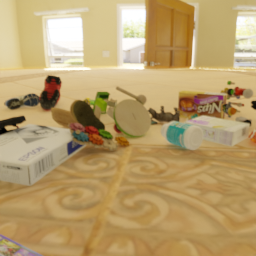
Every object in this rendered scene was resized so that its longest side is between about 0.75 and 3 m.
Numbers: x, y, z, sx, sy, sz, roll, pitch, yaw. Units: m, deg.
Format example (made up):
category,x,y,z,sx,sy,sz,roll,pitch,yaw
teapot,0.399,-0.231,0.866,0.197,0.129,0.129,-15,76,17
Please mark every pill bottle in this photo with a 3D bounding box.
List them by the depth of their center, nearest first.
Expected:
category,x,y,z,sx,sy,sz,roll,pitch,yaw
pill bottle,1.513,0.186,8.159,0.680,0.680,1.228,-11,17,-35

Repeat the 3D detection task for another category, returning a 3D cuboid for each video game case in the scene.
category,x,y,z,sx,sy,sz,roll,pitch,yaw
video game case,-1.926,1.753,3.221,1.456,0.331,1.320,9,18,30

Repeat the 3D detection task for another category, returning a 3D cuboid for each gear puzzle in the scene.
category,x,y,z,sx,sy,sz,roll,pitch,yaw
gear puzzle,-0.722,0.247,7.869,1.859,0.243,0.963,14,24,-29

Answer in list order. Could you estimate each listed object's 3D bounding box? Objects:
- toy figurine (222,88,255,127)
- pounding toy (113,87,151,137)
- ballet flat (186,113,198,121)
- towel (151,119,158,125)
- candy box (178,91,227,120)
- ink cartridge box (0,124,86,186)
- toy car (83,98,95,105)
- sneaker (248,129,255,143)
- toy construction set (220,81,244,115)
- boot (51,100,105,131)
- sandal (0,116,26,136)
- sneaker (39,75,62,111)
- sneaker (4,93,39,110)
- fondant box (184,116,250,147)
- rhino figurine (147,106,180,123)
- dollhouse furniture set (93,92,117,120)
category,x,y,z,sx,sy,sz,roll,pitch,yaw
toy figurine,4.155,-0.710,9.998,1.251,1.232,0.871,39,8,-14
pounding toy,-0.002,-0.378,9.517,1.333,1.727,0.801,13,-30,-24
ballet flat,2.436,-0.310,10.784,0.340,0.370,1.079,-19,2,27
towel,0.392,-0.237,10.749,1.240,0.135,0.909,-6,18,-21
candy box,2.982,-0.892,11.342,1.849,1.079,0.522,9,18,27
ink cartridge box,-2.890,0.509,7.280,2.726,0.553,2.721,5,16,16
toy car,-1.844,-1.412,14.727,1.138,0.254,1.071,-1,15,-3
sneaker,4.015,0.278,8.577,0.485,0.459,1.259,40,30,21
toy construction set,4.215,-1.222,12.288,1.564,1.304,1.202,21,-2,-44
boot,-1.911,-0.393,9.241,1.967,1.723,0.650,15,62,36
sandal,-3.726,0.043,8.484,0.948,0.569,2.525,-24,13,-34
sneaker,-3.842,-1.498,13.863,0.934,1.292,2.644,9,37,-14
sneaker,-5.203,-1.325,13.705,0.759,0.687,1.783,9,17,43
fondant box,2.835,0.054,9.036,1.680,0.489,1.212,13,21,42
rhino figurine,1.321,-0.482,10.697,1.442,0.630,0.431,10,34,26
dollhouse furniture set,-0.564,-0.541,11.247,1.259,0.973,2.519,-7,33,-39
